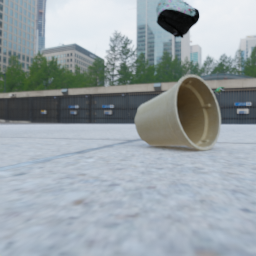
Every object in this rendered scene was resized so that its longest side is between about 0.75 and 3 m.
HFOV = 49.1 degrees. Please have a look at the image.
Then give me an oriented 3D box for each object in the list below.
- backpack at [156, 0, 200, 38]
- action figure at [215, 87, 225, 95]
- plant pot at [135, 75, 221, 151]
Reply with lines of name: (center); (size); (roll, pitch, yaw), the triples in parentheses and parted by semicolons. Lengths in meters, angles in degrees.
backpack: (1.043, -2.501, 6.263); (0.898, 0.568, 0.749); (12, -32, -22)
action figure: (4.203, -1.715, 12.923); (0.522, 0.242, 0.884); (-45, -19, 28)
plant pot: (1.174, -0.248, 7.361); (1.864, 1.864, 1.707); (-1, -9, -42)
